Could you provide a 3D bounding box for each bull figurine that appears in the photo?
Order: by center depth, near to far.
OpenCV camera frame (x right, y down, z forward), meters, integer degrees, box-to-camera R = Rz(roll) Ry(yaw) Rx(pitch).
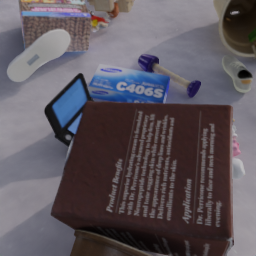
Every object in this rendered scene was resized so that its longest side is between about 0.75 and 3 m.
[{"bbox_3d":[-0.561,-5.037,11.771,0.651,0.349,1.072,12,56,14],"label":"bull figurine"}]

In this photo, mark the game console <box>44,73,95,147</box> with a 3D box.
[{"bbox_3d":[-1.193,-0.359,7.348,1.421,0.940,1.616,35,55,0],"label":"game console"}]

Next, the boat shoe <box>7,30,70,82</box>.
[{"bbox_3d":[-2.921,-2.381,9.081,2.318,0.835,0.794,-45,40,-4],"label":"boat shoe"}]

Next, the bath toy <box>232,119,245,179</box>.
[{"bbox_3d":[2.532,0.512,7.248,0.662,0.778,1.790,-19,50,29],"label":"bath toy"}]

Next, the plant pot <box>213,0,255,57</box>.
[{"bbox_3d":[4.318,-4.413,10.079,2.772,2.772,2.538,-2,40,-1],"label":"plant pot"}]

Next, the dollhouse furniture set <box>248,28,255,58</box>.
[{"bbox_3d":[4.619,-2.896,9.622,0.627,0.480,0.957,0,71,-22],"label":"dollhouse furniture set"}]

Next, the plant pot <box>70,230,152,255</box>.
[{"bbox_3d":[-0.274,3.141,4.346,2.286,2.286,2.263,17,63,13],"label":"plant pot"}]

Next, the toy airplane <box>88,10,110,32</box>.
[{"bbox_3d":[-1.211,-4.095,10.934,0.994,0.704,0.998,19,18,2],"label":"toy airplane"}]

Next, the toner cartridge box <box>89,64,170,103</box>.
[{"bbox_3d":[0.053,-1.280,8.735,2.321,0.501,1.103,12,53,9],"label":"toner cartridge box"}]

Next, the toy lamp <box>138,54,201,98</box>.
[{"bbox_3d":[1.272,-1.766,9.064,2.206,0.642,0.642,34,59,22],"label":"toy lamp"}]

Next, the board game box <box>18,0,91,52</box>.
[{"bbox_3d":[-2.758,-4.121,10.184,2.204,1.339,2.765,-6,51,-19],"label":"board game box"}]

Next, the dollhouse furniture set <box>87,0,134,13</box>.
[{"bbox_3d":[-0.502,-6.016,11.737,2.154,1.233,2.526,13,49,20],"label":"dollhouse furniture set"}]

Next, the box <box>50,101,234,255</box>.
[{"bbox_3d":[0.495,1.038,5.366,2.747,2.256,2.279,3,59,16],"label":"box"}]

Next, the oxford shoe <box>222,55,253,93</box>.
[{"bbox_3d":[3.620,-1.920,9.227,0.675,0.518,1.794,-5,48,-1],"label":"oxford shoe"}]
